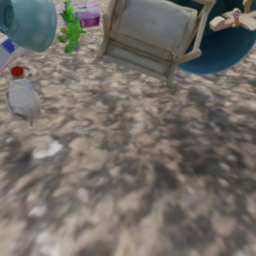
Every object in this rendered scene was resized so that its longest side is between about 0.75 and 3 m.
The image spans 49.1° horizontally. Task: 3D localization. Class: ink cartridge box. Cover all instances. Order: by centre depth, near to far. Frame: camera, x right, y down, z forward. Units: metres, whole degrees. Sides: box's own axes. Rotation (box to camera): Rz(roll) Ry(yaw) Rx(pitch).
[{"bbox_3d":[-3.219,-2.245,7.939,2.281,0.494,2.239,-25,29,44],"label":"ink cartridge box"}]

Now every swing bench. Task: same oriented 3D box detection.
[{"bbox_3d":[0.496,-2.238,6.629,2.144,1.398,2.155,19,-11,-6],"label":"swing bench"}]

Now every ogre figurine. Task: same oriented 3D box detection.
[{"bbox_3d":[-1.464,-2.544,7.208,0.636,1.296,0.777,12,16,-38],"label":"ogre figurine"}]

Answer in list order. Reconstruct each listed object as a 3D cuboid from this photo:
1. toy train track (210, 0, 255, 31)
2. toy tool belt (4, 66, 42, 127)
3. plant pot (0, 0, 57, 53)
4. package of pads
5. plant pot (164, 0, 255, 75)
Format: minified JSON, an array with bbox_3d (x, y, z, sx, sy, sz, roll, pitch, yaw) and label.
[{"bbox_3d":[3.191,-2.894,6.669,2.512,0.409,1.441,-17,36,-1],"label":"toy train track"},{"bbox_3d":[-2.396,-0.704,6.410,0.786,0.773,1.258,-15,64,-16],"label":"toy tool belt"},{"bbox_3d":[-2.136,-2.197,5.694,1.204,1.204,0.806,27,21,35],"label":"plant pot"},{"bbox_3d":[-1.670,-3.877,9.868,1.355,0.816,0.513,-12,77,-10],"label":"package of pads"},{"bbox_3d":[2.424,-3.400,8.793,2.973,2.973,2.002,7,30,10],"label":"plant pot"}]
